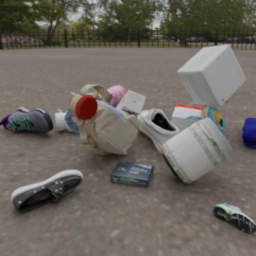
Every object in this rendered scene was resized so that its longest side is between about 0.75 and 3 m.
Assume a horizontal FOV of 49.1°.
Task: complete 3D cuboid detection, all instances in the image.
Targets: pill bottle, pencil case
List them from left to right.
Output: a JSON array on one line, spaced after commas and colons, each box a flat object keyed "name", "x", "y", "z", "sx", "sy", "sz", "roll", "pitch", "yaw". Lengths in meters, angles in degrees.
[{"name": "pill bottle", "x": -1.935, "y": -0.278, "z": 10.330, "sx": 1.410, "sy": 0.806, "sz": 0.806, "roll": -6, "pitch": 21, "yaw": -11}, {"name": "pencil case", "x": -1.103, "y": -1.285, "z": 12.659, "sx": 1.077, "sy": 1.077, "sz": 2.463, "roll": 14, "pitch": 23, "yaw": 34}]

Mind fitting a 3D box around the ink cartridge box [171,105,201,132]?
[{"name": "ink cartridge box", "x": 2.267, "y": -0.375, "z": 10.849, "sx": 1.034, "sy": 0.599, "sz": 1.780, "roll": 9, "pitch": 22, "yaw": 13}]

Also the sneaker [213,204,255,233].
[{"name": "sneaker", "x": 2.190, "y": 1.745, "z": 5.602, "sx": 0.392, "sy": 0.353, "sz": 0.909, "roll": -13, "pitch": 24, "yaw": -38}]

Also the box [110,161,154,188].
[{"name": "box", "x": 0.121, "y": 1.183, "z": 7.228, "sx": 0.976, "sy": 0.249, "sz": 0.770, "roll": 6, "pitch": 22, "yaw": 15}]

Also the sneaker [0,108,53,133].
[{"name": "sneaker", "x": -3.704, "y": -0.108, "z": 10.087, "sx": 2.516, "sy": 0.936, "sz": 1.101, "roll": 6, "pitch": 31, "yaw": 44}]

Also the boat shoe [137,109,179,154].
[{"name": "boat shoe", "x": 0.980, "y": -0.127, "z": 9.476, "sx": 1.000, "sy": 0.952, "sz": 2.778, "roll": -2, "pitch": 26, "yaw": -10}]

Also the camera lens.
[{"name": "camera lens", "x": 1.652, "y": 0.577, "z": 6.909, "sx": 1.456, "sy": 1.165, "sz": 1.165, "roll": -35, "pitch": 18, "yaw": 10}]

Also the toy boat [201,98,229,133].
[{"name": "toy boat", "x": 3.106, "y": -0.510, "z": 9.809, "sx": 0.689, "sy": 1.247, "sz": 1.483, "roll": -6, "pitch": 57, "yaw": 42}]

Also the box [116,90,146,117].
[{"name": "box", "x": -0.093, "y": -0.542, "z": 9.354, "sx": 0.599, "sy": 0.559, "sz": 2.891, "roll": 21, "pitch": -11, "yaw": -9}]

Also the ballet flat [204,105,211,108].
[{"name": "ballet flat", "x": 3.795, "y": -1.308, "z": 12.696, "sx": 0.452, "sy": 1.196, "sz": 0.382, "roll": 25, "pitch": 36, "yaw": 14}]

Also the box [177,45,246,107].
[{"name": "box", "x": 2.892, "y": -1.801, "z": 9.744, "sx": 1.532, "sy": 1.524, "sz": 1.312, "roll": -43, "pitch": 25, "yaw": -13}]

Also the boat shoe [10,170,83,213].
[{"name": "boat shoe", "x": -1.711, "y": 1.425, "z": 6.194, "sx": 1.628, "sy": 0.569, "sz": 0.539, "roll": -12, "pitch": 31, "yaw": -28}]

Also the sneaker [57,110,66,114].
[{"name": "sneaker", "x": -1.880, "y": -0.515, "z": 11.177, "sx": 1.931, "sy": 0.700, "sz": 0.694, "roll": -7, "pitch": 21, "yaw": -23}]

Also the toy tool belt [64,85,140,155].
[{"name": "toy tool belt", "x": -1.014, "y": -0.257, "z": 7.922, "sx": 1.668, "sy": 1.694, "sz": 2.714, "roll": 24, "pitch": -10, "yaw": 39}]

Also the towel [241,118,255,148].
[{"name": "towel", "x": 5.226, "y": 0.303, "z": 9.133, "sx": 2.812, "sy": 0.697, "sz": 2.076, "roll": 10, "pitch": 17, "yaw": 24}]
